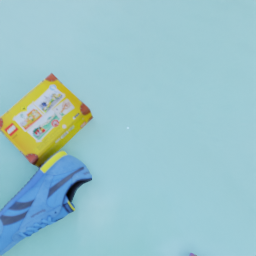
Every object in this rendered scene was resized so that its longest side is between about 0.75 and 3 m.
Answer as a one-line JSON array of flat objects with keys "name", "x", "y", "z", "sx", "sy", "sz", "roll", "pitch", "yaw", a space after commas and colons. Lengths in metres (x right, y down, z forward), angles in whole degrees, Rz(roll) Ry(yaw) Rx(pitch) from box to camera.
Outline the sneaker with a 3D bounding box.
[{"name": "sneaker", "x": -1.916, "y": 1.801, "z": 6.029, "sx": 1.085, "sy": 0.912, "sz": 2.767, "roll": 37, "pitch": 76, "yaw": 13}]

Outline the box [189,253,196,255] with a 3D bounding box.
[{"name": "box", "x": 1.926, "y": 3.770, "z": 5.687, "sx": 2.081, "sy": 0.407, "sz": 1.424, "roll": 29, "pitch": 74, "yaw": 9}]

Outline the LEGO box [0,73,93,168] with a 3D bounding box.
[{"name": "LEGO box", "x": -1.990, "y": -0.178, "z": 6.753, "sx": 1.362, "sy": 0.706, "sz": 1.829, "roll": 43, "pitch": 78, "yaw": 12}]
